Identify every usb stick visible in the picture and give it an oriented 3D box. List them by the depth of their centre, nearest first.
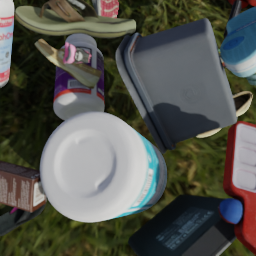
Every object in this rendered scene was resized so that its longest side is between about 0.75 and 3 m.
[{"bbox_3d":[2.870,-2.933,7.679,0.223,0.379,1.367,11,66,25],"label":"usb stick"}]

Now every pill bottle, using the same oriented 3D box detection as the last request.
[{"bbox_3d":[-0.188,0.842,5.381,1.656,2.989,1.656,-4,75,16],"label":"pill bottle"},{"bbox_3d":[-3.441,-2.340,6.448,1.463,2.690,1.463,15,32,-9],"label":"pill bottle"},{"bbox_3d":[-1.491,-1.576,8.704,1.485,1.485,2.642,-3,64,-1],"label":"pill bottle"}]

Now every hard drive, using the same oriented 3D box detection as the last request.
[{"bbox_3d":[0.960,1.917,5.230,1.692,2.424,0.399,-36,89,-16],"label":"hard drive"}]

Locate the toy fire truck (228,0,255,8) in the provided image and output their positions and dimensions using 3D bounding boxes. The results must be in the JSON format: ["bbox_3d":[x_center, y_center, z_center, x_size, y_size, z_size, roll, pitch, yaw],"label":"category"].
[{"bbox_3d":[5.184,-5.768,10.784,2.463,1.645,2.933,6,64,-17],"label":"toy fire truck"}]

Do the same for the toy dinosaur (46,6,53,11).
[{"bbox_3d":[-2.584,-5.567,10.987,1.764,1.327,2.599,28,49,-6],"label":"toy dinosaur"}]

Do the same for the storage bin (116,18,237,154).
[{"bbox_3d":[1.177,-0.986,6.002,1.724,2.567,1.868,-15,31,23],"label":"storage bin"}]

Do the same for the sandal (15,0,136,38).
[{"bbox_3d":[-1.196,-2.654,6.484,2.840,0.810,1.128,7,36,9],"label":"sandal"}]

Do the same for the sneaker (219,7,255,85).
[{"bbox_3d":[2.744,-1.383,5.874,1.026,1.685,2.581,-17,28,36],"label":"sneaker"}]

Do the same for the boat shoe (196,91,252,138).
[{"bbox_3d":[2.863,-0.472,8.605,2.202,0.715,0.794,-27,68,-12],"label":"boat shoe"}]

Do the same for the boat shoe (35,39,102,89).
[{"bbox_3d":[-1.514,-1.767,7.284,1.835,0.679,0.609,35,99,-16],"label":"boat shoe"}]

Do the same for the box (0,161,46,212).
[{"bbox_3d":[-1.918,0.927,4.603,1.126,0.422,0.564,11,101,16],"label":"box"}]

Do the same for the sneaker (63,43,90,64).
[{"bbox_3d":[-1.044,-1.484,5.727,0.514,0.426,1.078,4,19,-21],"label":"sneaker"}]

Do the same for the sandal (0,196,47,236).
[{"bbox_3d":[-2.884,2.279,7.477,1.607,0.385,0.604,-37,70,-16],"label":"sandal"}]

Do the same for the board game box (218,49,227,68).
[{"bbox_3d":[2.628,-2.031,8.088,0.958,0.502,0.112,13,57,-10],"label":"board game box"}]

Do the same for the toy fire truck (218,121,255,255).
[{"bbox_3d":[2.180,1.020,4.116,1.705,1.139,2.031,17,66,-1],"label":"toy fire truck"}]

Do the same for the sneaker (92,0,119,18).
[{"bbox_3d":[-0.833,-3.996,8.150,0.770,2.062,0.831,7,23,37],"label":"sneaker"}]
